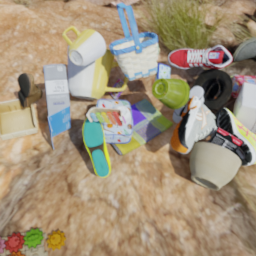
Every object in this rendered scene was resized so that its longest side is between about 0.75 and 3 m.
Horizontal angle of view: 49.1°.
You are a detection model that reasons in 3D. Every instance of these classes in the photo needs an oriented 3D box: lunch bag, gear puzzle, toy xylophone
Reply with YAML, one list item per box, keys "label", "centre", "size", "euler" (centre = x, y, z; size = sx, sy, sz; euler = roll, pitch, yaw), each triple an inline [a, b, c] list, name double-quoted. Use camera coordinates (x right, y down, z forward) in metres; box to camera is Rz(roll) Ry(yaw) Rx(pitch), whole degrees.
- label: "lunch bag"
  centre: [1.251, -2.005, 10.441]
  size: [0.486, 0.763, 0.649]
  euler: [2, 92, 25]
- label: "gear puzzle"
  centre: [-2.913, 3.485, 7.991]
  size: [2.302, 0.301, 1.192]
  euler: [-11, 52, -9]
- label: "lunch bag"
  centre: [-0.576, -0.281, 10.393]
  size: [1.444, 0.681, 1.802]
  euler: [0, 54, -9]
- label: "toy xylophone"
  centre: [-0.586, -0.291, 8.305]
  size: [1.190, 0.871, 0.299]
  euler: [1, 60, 24]

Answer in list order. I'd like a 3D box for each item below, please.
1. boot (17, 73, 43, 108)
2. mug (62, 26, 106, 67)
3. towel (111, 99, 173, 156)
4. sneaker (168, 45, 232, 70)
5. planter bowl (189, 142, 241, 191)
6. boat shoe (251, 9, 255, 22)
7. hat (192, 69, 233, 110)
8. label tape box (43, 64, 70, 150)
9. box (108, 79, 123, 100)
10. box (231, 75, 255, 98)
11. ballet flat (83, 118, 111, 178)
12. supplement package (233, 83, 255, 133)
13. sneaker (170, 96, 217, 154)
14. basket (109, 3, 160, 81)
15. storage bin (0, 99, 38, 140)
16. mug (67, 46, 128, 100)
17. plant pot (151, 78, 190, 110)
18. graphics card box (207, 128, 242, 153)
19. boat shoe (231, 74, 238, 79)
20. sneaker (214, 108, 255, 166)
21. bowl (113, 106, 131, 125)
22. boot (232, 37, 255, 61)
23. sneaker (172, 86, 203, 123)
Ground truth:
- label: "boot"
  centre: [-3.469, -1.424, 10.026]
  size: [0.765, 2.027, 0.746]
  euler: [-24, 81, -28]
- label: "mug"
  centre: [-1.525, -2.576, 9.161]
  size: [1.258, 1.008, 1.033]
  euler: [25, 49, 12]
- label: "towel"
  centre: [0.228, -0.106, 10.894]
  size: [2.576, 0.293, 1.850]
  euler: [-27, 56, -20]
- label: "sneaker"
  centre: [2.937, -2.843, 11.363]
  size: [2.491, 1.401, 0.887]
  euler: [3, 94, -3]
- label: "planter bowl"
  centre: [2.665, 1.331, 9.030]
  size: [1.601, 1.601, 1.077]
  euler: [22, 70, 17]
- label: "boat shoe"
  centre: [7.694, -5.960, 15.386]
  size: [0.718, 0.674, 1.995]
  euler: [-27, 56, -20]
- label: "hat"
  centre: [3.597, -1.538, 11.654]
  size: [0.753, 1.867, 1.867]
  euler: [12, 37, -44]
- label: "label tape box"
  centre: [-2.483, -0.714, 10.042]
  size: [0.834, 1.809, 2.524]
  euler: [-7, 68, -14]
- label: "box"
  centre: [-0.448, -1.648, 11.930]
  size: [0.751, 0.147, 0.514]
  euler: [-51, 53, 14]
- label: "box"
  centre: [4.894, -1.704, 11.669]
  size: [1.410, 0.703, 0.673]
  euler: [-3, 50, -29]
- label: "ballet flat"
  centre: [-1.023, 0.613, 9.241]
  size: [0.697, 0.700, 2.087]
  euler: [-12, 96, 1]
- label: "supplement package"
  centre: [5.273, -0.616, 10.638]
  size: [2.223, 1.331, 1.348]
  euler: [15, 53, 12]
- label: "sneaker"
  centre: [2.396, -0.003, 9.496]
  size: [1.355, 1.115, 2.945]
  euler: [33, 40, 0]
- label: "basket"
  centre: [0.141, -3.125, 9.995]
  size: [1.714, 2.465, 2.173]
  euler: [-21, 30, 2]
- label: "storage bin"
  centre: [-4.307, -0.362, 10.792]
  size: [1.401, 0.656, 1.391]
  euler: [-13, 57, -14]
- label: "mug"
  centre: [-1.388, -2.120, 11.093]
  size: [2.349, 1.881, 1.928]
  euler: [7, 89, 28]
- label: "plant pot"
  centre: [1.356, -1.225, 9.477]
  size: [1.046, 1.086, 1.086]
  euler: [8, 35, -50]
- label: "graphics card box"
  centre: [2.981, 0.819, 9.335]
  size: [0.906, 0.367, 1.444]
  euler: [31, 96, 3]
- label: "boat shoe"
  centre: [4.566, -2.007, 12.355]
  size: [0.503, 0.421, 1.409]
  euler: [33, 58, 24]
- label: "sneaker"
  centre: [4.021, 0.329, 10.218]
  size: [1.186, 1.026, 2.627]
  euler: [6, 46, -25]
- label: "bowl"
  centre: [-0.250, -0.512, 9.970]
  size: [0.785, 0.353, 0.785]
  euler: [5, 58, -8]
- label: "boot"
  centre: [6.495, -3.248, 13.190]
  size: [2.274, 0.908, 2.501]
  euler: [-36, 66, -23]
- label: "sneaker"
  centre: [2.491, -0.816, 11.289]
  size: [0.632, 0.967, 1.683]
  euler: [38, 95, 26]
